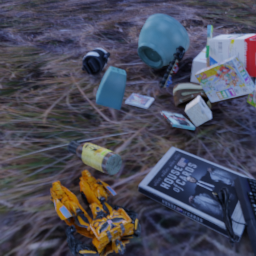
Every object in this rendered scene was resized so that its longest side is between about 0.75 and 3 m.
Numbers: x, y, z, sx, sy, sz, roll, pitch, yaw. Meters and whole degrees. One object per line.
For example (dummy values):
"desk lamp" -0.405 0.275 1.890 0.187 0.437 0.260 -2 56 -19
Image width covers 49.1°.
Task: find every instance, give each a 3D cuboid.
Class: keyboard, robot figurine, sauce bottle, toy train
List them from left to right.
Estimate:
"sauce bottle" -1.039 0.772 7.946 1.927 0.624 0.624 16 36 40
"robot figurine" -0.846 2.043 6.755 1.782 0.715 2.457 -20 35 -32
"robot figurine" -1.689 -3.435 14.605 1.367 1.135 1.819 15 36 7
"toy train" 1.670 -2.225 10.456 0.403 1.761 0.300 27 -2 -13
"keyboard" 2.966 2.241 6.498 1.775 0.288 2.794 10 39 -4

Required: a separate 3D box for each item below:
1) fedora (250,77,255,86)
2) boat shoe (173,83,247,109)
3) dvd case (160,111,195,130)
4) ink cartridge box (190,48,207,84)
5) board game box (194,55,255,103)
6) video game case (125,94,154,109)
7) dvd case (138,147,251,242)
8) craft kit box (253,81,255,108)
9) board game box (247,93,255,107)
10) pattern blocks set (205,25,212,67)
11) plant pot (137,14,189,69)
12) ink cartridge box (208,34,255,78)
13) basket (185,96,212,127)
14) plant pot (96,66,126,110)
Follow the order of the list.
"fedora" 5.780 -2.417 11.518 2.521 2.230 1.138 25 7 -1
"boat shoe" 3.284 -1.189 11.215 2.934 1.084 1.085 -4 59 19
"dvd case" 1.822 -0.291 10.438 0.920 0.139 1.260 9 21 -19
"ink cartridge box" 4.566 -3.134 14.058 2.067 1.199 2.801 18 40 24
"board game box" 3.237 -1.598 9.545 0.317 1.246 1.854 -39 11 -22
"video game case" 0.504 -1.164 12.065 1.006 0.116 0.916 15 34 17
"dvd case" 1.985 1.644 7.767 2.780 0.344 2.089 22 40 26
"craft kit box" 4.745 -1.647 9.568 0.504 2.076 2.050 8 27 18
"board game box" 5.936 -0.916 11.468 0.944 0.443 1.859 -13 36 -19
"pattern blocks set" 3.079 -2.864 10.594 0.179 1.939 2.205 4 5 18
"plant pot" 1.623 -4.358 14.958 2.718 2.718 1.821 24 68 31
"ink cartridge box" 3.714 -2.401 9.257 0.709 1.225 2.109 -24 27 -26
"basket" 2.608 -0.620 10.415 0.668 0.823 0.830 -34 9 25
"plant pot" -0.549 -1.482 10.087 0.897 1.270 0.898 15 24 -13
